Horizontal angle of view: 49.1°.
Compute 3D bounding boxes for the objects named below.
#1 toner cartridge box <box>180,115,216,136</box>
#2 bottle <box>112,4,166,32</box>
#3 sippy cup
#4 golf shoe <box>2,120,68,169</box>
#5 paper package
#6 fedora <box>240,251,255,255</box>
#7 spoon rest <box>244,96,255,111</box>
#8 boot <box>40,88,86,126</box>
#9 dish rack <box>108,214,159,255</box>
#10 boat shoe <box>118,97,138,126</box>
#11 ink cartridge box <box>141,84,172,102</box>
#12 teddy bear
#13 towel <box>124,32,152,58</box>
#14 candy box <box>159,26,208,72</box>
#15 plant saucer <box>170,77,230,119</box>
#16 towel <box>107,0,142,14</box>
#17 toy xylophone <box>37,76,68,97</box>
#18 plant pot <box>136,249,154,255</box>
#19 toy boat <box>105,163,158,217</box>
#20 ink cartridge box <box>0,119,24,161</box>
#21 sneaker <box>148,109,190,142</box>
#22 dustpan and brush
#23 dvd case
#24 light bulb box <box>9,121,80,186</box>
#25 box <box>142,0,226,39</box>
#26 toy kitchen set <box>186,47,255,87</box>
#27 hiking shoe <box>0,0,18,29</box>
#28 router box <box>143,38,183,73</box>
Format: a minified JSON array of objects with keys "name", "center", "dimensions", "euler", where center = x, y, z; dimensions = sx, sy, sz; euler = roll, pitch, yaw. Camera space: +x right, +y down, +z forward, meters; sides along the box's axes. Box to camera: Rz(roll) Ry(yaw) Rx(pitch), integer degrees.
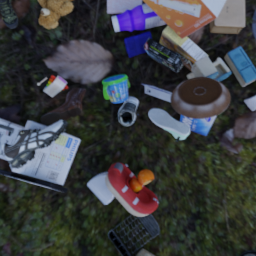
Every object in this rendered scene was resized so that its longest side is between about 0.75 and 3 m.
[{"name":"toner cartridge box","center":[2.378,-0.425,9.578],"dimensions":[1.094,2.304,0.497],"euler":[19,76,13]},{"name":"bottle","center":[0.630,-4.247,10.731],"dimensions":[2.478,1.035,0.809],"euler":[-14,85,-1]},{"name":"sippy cup","center":[-0.351,-1.216,8.928],"dimensions":[1.053,0.827,0.772],"euler":[-19,111,-14]},{"name":"golf shoe","center":[-2.912,0.283,8.711],"dimensions":[2.155,0.838,1.018],"euler":[-39,89,-13]},{"name":"paper package","center":[3.857,-4.432,10.922],"dimensions":[1.241,0.674,1.302],"euler":[2,84,0]},{"name":"fedora","center":[4.562,5.210,10.059],"dimensions":[1.399,0.639,1.399],"euler":[0,85,1]},{"name":"spoon rest","center":[5.706,-1.678,10.613],"dimensions":[2.661,0.807,1.322],"euler":[-39,86,-2]},{"name":"boot","center":[-2.323,-0.855,10.248],"dimensions":[1.571,1.686,0.542],"euler":[-14,126,6]},{"name":"dish rack","center":[0.270,3.843,10.281],"dimensions":[1.700,0.464,1.304],"euler":[-37,87,-3]},{"name":"boat shoe","center":[-0.093,-0.418,9.941],"dimensions":[0.672,1.865,0.662],"euler":[21,66,3]},{"name":"ink cartridge box","center":[1.185,-1.206,9.965],"dimensions":[1.542,0.767,0.302],"euler":[29,109,41]},{"name":"teddy bear","center":[-2.820,-4.898,10.967],"dimensions":[2.058,0.687,1.492],"euler":[-43,84,-4]},{"name":"towel","center":[0.415,-3.246,10.873],"dimensions":[1.064,0.264,0.786],"euler":[-18,130,-2]},{"name":"candy box","center":[2.056,-2.986,10.591],"dimensions":[1.834,1.059,0.507],"euler":[42,86,3]},{"name":"plant saucer","center":[2.149,-1.009,8.412],"dimensions":[1.775,0.325,1.775],"euler":[-7,48,8]},{"name":"towel","center":[-0.154,-5.216,11.222],"dimensions":[1.411,0.227,1.347],"euler":[-1,84,0]},{"name":"toy xylophone","center":[-2.797,-1.551,10.305],"dimensions":[0.836,1.141,0.287],"euler":[44,46,-32]},{"name":"plant pot","center":[0.682,5.090,9.761],"dimensions":[1.421,1.423,1.260],"euler":[30,75,3]},{"name":"toy boat","center":[0.319,1.992,9.807],"dimensions":[1.402,1.400,2.145],"euler":[-39,96,20]},{"name":"ink cartridge box","center":[-4.686,0.396,10.433],"dimensions":[1.817,0.753,1.334],"euler":[19,85,2]},{"name":"sneaker","center":[1.193,-0.043,8.459],"dimensions":[1.345,0.793,0.495],"euler":[31,74,15]},{"name":"dustpan and brush","center":[-0.620,1.950,10.517],"dimensions":[1.577,0.451,1.101],"euler":[-46,77,3]},{"name":"dvd case","center":[-3.249,1.834,9.611],"dimensions":[2.018,1.440,0.177],"euler":[12,74,14]},{"name":"light bulb box","center":[-2.931,0.869,9.880],"dimensions":[1.794,1.119,1.778],"euler":[23,83,-26]},{"name":"box","center":[1.590,-4.551,9.047],"dimensions":[2.758,1.716,1.344],"euler":[37,67,-19]},{"name":"toy kitchen set","center":[3.572,-2.021,10.049],"dimensions":[2.395,1.919,1.411],"euler":[-29,83,-3]},{"name":"hiking shoe","center":[-4.792,-4.653,10.878],"dimensions":[0.598,0.795,1.579],"euler":[-21,85,-2]},{"name":"router box","center":[1.309,-2.644,10.314],"dimensions":[1.372,1.028,0.426],"euler":[36,96,19]}]
